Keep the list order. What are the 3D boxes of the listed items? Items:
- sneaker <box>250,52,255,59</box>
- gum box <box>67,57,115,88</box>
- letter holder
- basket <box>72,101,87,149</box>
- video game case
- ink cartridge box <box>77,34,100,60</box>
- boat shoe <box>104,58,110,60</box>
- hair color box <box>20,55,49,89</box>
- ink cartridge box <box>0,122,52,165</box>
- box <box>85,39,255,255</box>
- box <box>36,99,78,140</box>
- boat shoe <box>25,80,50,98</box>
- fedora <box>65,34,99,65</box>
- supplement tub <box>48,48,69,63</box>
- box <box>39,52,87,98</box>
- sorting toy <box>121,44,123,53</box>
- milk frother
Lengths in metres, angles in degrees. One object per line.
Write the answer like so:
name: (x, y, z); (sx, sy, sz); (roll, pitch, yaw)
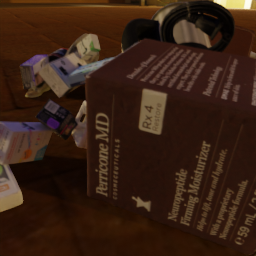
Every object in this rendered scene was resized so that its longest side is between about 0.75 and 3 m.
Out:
sneaker: (4.901, -2.958, 12.374); (1.599, 0.605, 0.735); (-2, 34, 13)
gum box: (-0.991, -1.744, 8.583); (1.360, 0.357, 1.601); (-12, 22, 9)
letter holder: (2.622, -2.490, 9.153); (2.568, 1.825, 1.292); (15, 23, 20)
basket: (-0.758, -0.021, 6.206); (0.677, 0.834, 0.842); (18, 16, -28)
video game case: (-3.659, 0.920, 5.102); (2.660, 0.342, 2.926); (-16, 32, -29)
ink cartridge box: (-1.406, -2.845, 9.881); (0.800, 0.587, 0.332); (-25, -13, 40)
boat shoe: (0.188, -2.752, 11.536); (2.679, 0.868, 0.981); (11, 30, 21)
hair color box: (-3.352, -2.074, 10.255); (0.509, 0.859, 1.571); (3, 28, 5)
ink cartridge box: (-2.146, 0.287, 5.415); (0.421, 0.714, 1.241); (29, 15, 26)
box: (0.984, 0.076, 4.466); (2.626, 2.179, 2.157); (15, 34, 17)
box: (-1.484, -0.151, 5.950); (0.549, 0.899, 0.477); (33, 77, 8)
boat shoe: (-3.018, -1.312, 9.355); (0.405, 0.349, 1.110); (12, 30, 22)
fedora: (-1.734, -2.696, 10.958); (0.818, 1.601, 1.811); (34, 63, 8)
supplement tub: (-2.763, -2.808, 11.658); (0.880, 0.880, 1.646); (5, 28, 9)
box: (-2.029, -1.862, 9.562); (0.551, 1.068, 1.832); (-35, 7, 32)
sorting toy: (-0.016, -1.890, 7.616); (0.488, 0.823, 0.914); (-14, 27, 1)
milk frother: (1.263, -1.965, 6.083); (2.265, 2.510, 2.361); (17, 53, -29)
